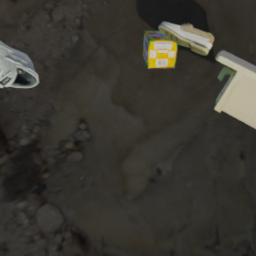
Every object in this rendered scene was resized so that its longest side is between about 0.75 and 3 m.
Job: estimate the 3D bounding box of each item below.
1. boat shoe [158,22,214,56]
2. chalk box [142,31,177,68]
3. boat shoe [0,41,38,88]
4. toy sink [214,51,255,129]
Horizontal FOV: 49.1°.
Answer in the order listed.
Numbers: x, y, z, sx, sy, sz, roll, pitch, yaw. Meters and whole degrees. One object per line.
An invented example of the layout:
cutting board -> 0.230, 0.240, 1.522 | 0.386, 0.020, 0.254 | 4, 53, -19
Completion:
boat shoe -> 1.360, -2.192, 6.574 | 1.311, 0.490, 0.448 | 30, 92, 7
chalk box -> 0.852, -2.301, 7.991 | 0.782, 0.778, 1.257 | -2, 35, -6
boat shoe -> -2.980, -1.424, 6.629 | 0.908, 2.602, 0.927 | -38, 83, 14
toy sink -> 3.279, -0.967, 7.771 | 2.384, 1.554, 1.335 | 31, 117, 11
